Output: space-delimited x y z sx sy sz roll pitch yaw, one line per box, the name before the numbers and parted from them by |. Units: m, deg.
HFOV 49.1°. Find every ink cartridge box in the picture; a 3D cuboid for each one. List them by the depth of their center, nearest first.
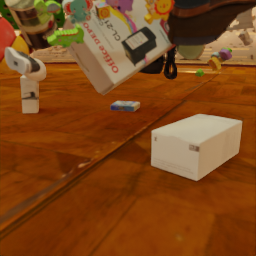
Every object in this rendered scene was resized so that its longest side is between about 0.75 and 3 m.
ink cartridge box | 2.963 -3.794 8.025 0.467 1.864 1.500 -30 25 -22
ink cartridge box | -0.095 -2.642 8.028 2.910 2.121 1.205 -38 8 -21
ink cartridge box | -3.799 -1.323 10.877 0.573 1.361 0.984 -1 17 -14

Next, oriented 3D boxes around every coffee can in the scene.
coffee can | -2.822 -3.320 8.421 1.131 1.131 1.545 2 -27 6

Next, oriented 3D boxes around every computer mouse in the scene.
computer mouse | 0.694 -2.513 9.971 0.606 1.592 2.299 -14 17 -43

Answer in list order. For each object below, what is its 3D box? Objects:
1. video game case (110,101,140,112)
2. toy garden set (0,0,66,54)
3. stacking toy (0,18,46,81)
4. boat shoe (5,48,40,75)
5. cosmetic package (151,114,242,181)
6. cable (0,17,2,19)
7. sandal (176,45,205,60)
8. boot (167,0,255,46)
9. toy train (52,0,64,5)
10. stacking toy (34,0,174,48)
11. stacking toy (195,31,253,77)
video game case | -0.104 -0.902 11.439 0.998 0.227 0.904 5 17 16
toy garden set | -2.801 -3.735 9.875 2.817 2.348 0.562 -4 58 -3
stacking toy | -2.877 -1.747 6.401 2.185 1.597 1.597 36 -3 -30
boat shoe | -1.405 -0.895 3.729 0.250 0.264 0.755 -12 29 -41
cosmetic package | 1.580 0.325 6.290 1.180 0.848 2.091 15 23 42
cable | -3.772 -2.925 8.384 0.258 1.014 0.828 -29 -19 10
sandal | 2.173 -3.283 10.140 0.973 1.085 2.958 18 32 -39
boot | 2.355 -3.018 7.190 2.996 1.119 1.452 -11 -24 -6
toy train | -2.311 -4.155 7.751 0.369 1.768 0.498 -42 55 -1
stacking toy | -0.641 -2.673 6.035 2.634 0.619 1.986 -20 45 -13
stacking toy | 2.833 -2.225 8.646 1.346 0.420 1.786 -39 6 -2
